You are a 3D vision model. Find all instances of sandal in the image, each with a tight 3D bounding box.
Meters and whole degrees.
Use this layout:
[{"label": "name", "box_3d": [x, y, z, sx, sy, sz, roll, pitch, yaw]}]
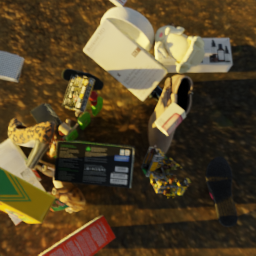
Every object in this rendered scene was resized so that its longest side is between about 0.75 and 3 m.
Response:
[{"label": "sandal", "box_3d": [3.159, 2.166, 9.609, 0.882, 0.529, 2.349, -10, 88, 3]}]

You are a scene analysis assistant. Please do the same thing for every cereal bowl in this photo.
[{"label": "cereal bowl", "box_3d": [0.074, -3.548, 9.904, 1.973, 1.973, 0.822, 25, 81, 7]}]

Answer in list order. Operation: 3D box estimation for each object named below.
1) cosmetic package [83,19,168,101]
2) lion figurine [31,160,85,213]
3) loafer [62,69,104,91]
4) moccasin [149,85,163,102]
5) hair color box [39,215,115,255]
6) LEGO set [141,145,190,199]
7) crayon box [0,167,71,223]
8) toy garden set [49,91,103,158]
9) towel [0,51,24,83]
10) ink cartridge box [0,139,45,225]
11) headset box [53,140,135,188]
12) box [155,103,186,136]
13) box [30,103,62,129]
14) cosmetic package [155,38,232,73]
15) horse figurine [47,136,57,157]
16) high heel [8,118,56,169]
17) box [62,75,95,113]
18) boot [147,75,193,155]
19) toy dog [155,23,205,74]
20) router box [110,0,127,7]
[{"label": "cosmetic package", "box_3d": [-0.059, -2.349, 9.699, 2.701, 1.000, 1.373, 38, 109, -6]}, {"label": "lion figurine", "box_3d": [-2.285, 1.812, 9.432, 0.802, 1.356, 2.214, -41, 61, 24]}, {"label": "loafer", "box_3d": [-1.486, -1.652, 9.326, 1.410, 0.510, 0.513, 21, 106, -16]}, {"label": "moccasin", "box_3d": [0.975, -1.323, 10.563, 1.399, 0.563, 0.477, 38, 73, 10]}, {"label": "hair color box", "box_3d": [-1.748, 3.587, 7.902, 2.677, 1.359, 0.820, -17, 71, -51]}, {"label": "LEGO set", "box_3d": [1.244, 1.289, 9.000, 1.349, 1.016, 1.754, 10, 28, -17]}, {"label": "crayon box", "box_3d": [-3.037, 1.707, 7.162, 2.813, 1.786, 0.715, 33, 60, -15]}, {"label": "toy garden set", "box_3d": [-1.839, -0.177, 9.386, 0.507, 2.119, 2.542, 39, 77, 2]}, {"label": "towel", "box_3d": [-3.531, -1.767, 8.075, 0.940, 0.402, 0.778, 13, 76, -4]}, {"label": "ink cartridge box", "box_3d": [-3.866, 1.812, 9.571, 1.420, 0.656, 2.607, -37, 77, -12]}, {"label": "headset box", "box_3d": [-0.893, 1.050, 8.829, 2.176, 2.499, 1.159, 5, 88, 3]}, {"label": "box", "box_3d": [1.187, -0.236, 7.839, 0.782, 0.500, 0.426, -47, 67, -1]}, {"label": "box", "box_3d": [-2.878, -0.336, 9.956, 0.576, 0.914, 0.930, -34, 93, 2]}, {"label": "cosmetic package", "box_3d": [2.513, -2.844, 10.973, 2.843, 0.720, 1.173, -1, 72, 0]}, {"label": "horse figurine", "box_3d": [-2.289, 0.628, 8.520, 0.194, 0.779, 0.516, 5, 38, -29]}, {"label": "high heel", "box_3d": [-3.218, -0.042, 9.496, 1.751, 0.877, 2.457, -54, 52, 18]}, {"label": "box", "box_3d": [-1.423, -0.980, 7.959, 0.780, 0.241, 0.976, 15, 86, 35]}, {"label": "boot", "box_3d": [1.404, -0.374, 9.293, 0.966, 2.010, 2.749, 6, 84, -12]}, {"label": "toy dog", "box_3d": [1.679, -2.861, 9.470, 1.725, 1.241, 1.779, -16, 50, -45]}, {"label": "router box", "box_3d": [-0.349, -4.611, 9.558, 0.797, 0.195, 0.715, 35, 80, -11]}]
